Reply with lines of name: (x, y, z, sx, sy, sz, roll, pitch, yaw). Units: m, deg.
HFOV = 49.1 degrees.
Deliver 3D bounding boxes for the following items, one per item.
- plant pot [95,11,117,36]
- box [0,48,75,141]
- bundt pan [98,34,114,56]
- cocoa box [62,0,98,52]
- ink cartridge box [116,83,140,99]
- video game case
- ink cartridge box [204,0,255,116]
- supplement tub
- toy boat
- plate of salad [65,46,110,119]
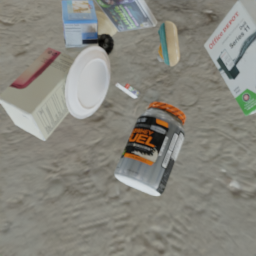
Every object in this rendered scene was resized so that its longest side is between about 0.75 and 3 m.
plant pot: (-1.401, -4.265, 12.669, 1.410, 1.410, 1.291, 23, 73, 13)
box: (-2.486, -1.042, 8.543, 1.256, 1.474, 2.305, 26, 62, 16)
bundt pan: (-0.919, -2.993, 10.055, 0.836, 0.836, 0.314, -37, 45, -20)
cocoa box: (-1.554, -3.293, 8.976, 1.050, 1.034, 1.575, -5, 46, -10)
ink cartridge box: (-0.014, -1.309, 9.393, 0.807, 0.440, 0.203, 35, 82, -11)
video game case: (-0.223, -4.497, 10.355, 1.962, 2.159, 0.252, 9, 66, 42)
ink cartridge box: (3.796, -2.113, 8.375, 1.175, 2.074, 2.829, -18, 72, -22)
supplement tub: (0.585, 0.472, 6.664, 1.229, 1.229, 2.005, 20, 73, 12)
toy boat: (1.300, -2.634, 9.374, 0.787, 1.693, 1.423, -7, 82, 12)
plate of salad: (-1.179, -1.301, 8.055, 0.507, 2.113, 2.113, 20, 60, 24)
